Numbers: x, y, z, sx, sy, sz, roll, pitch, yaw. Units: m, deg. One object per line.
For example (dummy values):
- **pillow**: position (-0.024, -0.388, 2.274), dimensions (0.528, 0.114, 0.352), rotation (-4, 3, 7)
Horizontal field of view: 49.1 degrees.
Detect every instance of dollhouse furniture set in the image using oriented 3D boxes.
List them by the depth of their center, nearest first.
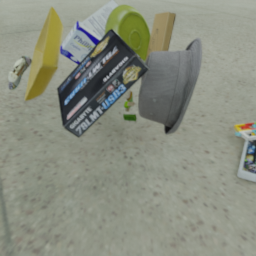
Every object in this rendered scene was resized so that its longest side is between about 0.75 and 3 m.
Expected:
- **dollhouse furniture set**: position (0.152, -0.797, 10.099), dimensions (0.444, 0.574, 1.149), rotation (4, 54, 15)

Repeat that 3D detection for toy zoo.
- **toy zoo**: position (4.780, 0.126, 10.812), dimensions (1.451, 0.148, 0.952), rotation (-7, 32, -11)

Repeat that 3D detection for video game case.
- **video game case**: position (5.256, 1.158, 9.688), dimensions (2.472, 0.318, 2.719), rotation (16, 36, 21)

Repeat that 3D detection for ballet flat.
- **ballet flat**: position (-4.569, -2.291, 11.461), dimensions (0.564, 0.564, 1.567), rotation (31, 88, 37)

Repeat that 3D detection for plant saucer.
- **plant saucer**: position (-3.071, -2.575, 10.390), dimensions (0.642, 2.652, 2.651), rotation (15, 62, -26)
- **plant saucer**: position (0.151, -3.493, 11.244), dimensions (0.431, 2.774, 2.774), rotation (7, 31, 40)

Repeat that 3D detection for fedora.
- **fedora**: position (1.011, -1.237, 8.165), dimensions (1.341, 2.971, 2.627), rotation (11, 54, -1)

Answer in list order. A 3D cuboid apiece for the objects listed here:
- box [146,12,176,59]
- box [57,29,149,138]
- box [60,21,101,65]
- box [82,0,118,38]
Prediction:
- **box**: position (0.992, -2.632, 9.950), dimensions (0.288, 2.704, 2.210), rotation (6, 20, -10)
- **box**: position (-0.765, -1.170, 6.760), dimensions (2.229, 0.554, 2.213), rotation (-44, 33, 12)
- **box**: position (-1.489, -2.654, 9.054), dimensions (1.009, 1.098, 0.576), rotation (29, 25, -29)
- **box**: position (-0.869, -4.277, 12.723), dimensions (2.079, 1.091, 1.912), rotation (-37, 78, -3)
